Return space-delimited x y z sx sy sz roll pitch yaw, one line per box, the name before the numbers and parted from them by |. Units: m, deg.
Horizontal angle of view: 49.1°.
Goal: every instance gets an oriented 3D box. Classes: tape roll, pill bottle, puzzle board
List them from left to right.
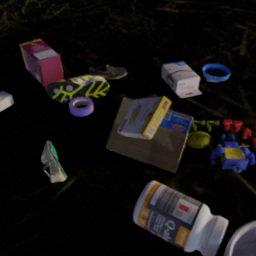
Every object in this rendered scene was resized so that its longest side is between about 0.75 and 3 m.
tape roll | -1.944 -0.889 11.621 0.963 0.316 0.963 1 41 -1
puzzle board | 0.698 0.199 9.651 2.591 0.225 1.953 18 85 18
pill bottle | 1.324 2.361 7.234 2.166 1.261 1.261 22 46 23

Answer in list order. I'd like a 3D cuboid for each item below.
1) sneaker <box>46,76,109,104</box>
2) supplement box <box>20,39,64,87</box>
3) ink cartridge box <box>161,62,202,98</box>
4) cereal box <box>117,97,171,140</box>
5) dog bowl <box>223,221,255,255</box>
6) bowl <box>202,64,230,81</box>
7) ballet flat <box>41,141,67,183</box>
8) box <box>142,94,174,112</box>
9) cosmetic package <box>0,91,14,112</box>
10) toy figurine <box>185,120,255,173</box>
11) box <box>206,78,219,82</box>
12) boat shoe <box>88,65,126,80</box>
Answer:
sneaker | -2.224 -1.746 12.225 2.671 1.007 1.021 -5 33 -22
supplement box | -4.111 -3.139 13.355 1.096 1.391 2.124 -27 49 -27
ink cartridge box | 2.474 -2.244 12.885 1.150 0.673 1.983 -14 43 -15
cereal box | 0.237 -0.173 4.769 0.716 0.197 0.996 -61 25 -12
dog bowl | 3.375 3.450 6.158 2.616 1.030 2.616 0 41 0
bowl | 4.196 -2.636 13.376 1.284 0.252 1.284 0 42 0
ballet flat | -2.557 1.118 9.198 0.610 0.610 1.755 -18 45 -20
box | 1.234 -0.372 10.584 0.692 0.925 1.847 -22 47 -23
cosmetic package | -5.430 -1.017 11.659 0.627 0.451 1.112 21 46 24
toy figurine | 3.234 0.726 9.091 2.535 1.337 1.519 3 49 -2
box | 4.092 -2.500 13.542 0.602 0.184 0.760 6 41 7
boat shoe | -0.990 -2.706 13.446 1.879 0.617 0.671 -9 42 -10
